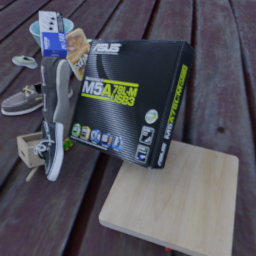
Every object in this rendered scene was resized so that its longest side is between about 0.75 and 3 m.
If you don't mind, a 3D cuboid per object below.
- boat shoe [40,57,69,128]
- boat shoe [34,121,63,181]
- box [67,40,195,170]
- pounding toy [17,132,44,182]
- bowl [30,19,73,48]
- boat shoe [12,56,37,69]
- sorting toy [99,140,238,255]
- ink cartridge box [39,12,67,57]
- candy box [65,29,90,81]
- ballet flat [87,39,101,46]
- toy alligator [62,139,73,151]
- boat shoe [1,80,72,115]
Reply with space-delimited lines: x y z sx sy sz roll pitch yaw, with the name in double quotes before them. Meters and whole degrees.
"boat shoe" -1.954 -0.797 7.321 0.618 2.169 0.725 18 28 13
"boat shoe" -1.812 0.458 6.361 0.556 0.601 1.629 16 45 -25
"box" -0.084 -0.716 6.781 2.872 2.774 0.682 16 3 39
"pounding toy" -2.435 0.721 7.568 1.040 0.803 1.130 -13 26 -34
"bowl" -3.302 -4.037 12.427 1.857 0.971 1.857 0 44 0
"boat shoe" -4.273 -2.788 11.573 1.193 0.370 0.430 17 47 16
"sorting toy" 1.056 1.612 6.644 2.648 0.927 2.664 14 46 13
"ink cartridge box" -1.584 -1.971 5.886 0.494 0.232 1.050 -3 65 -18
"candy box" -1.747 -2.616 10.067 0.908 1.572 0.435 -33 29 -11
"ballet flat" -1.400 -3.519 12.154 1.823 0.613 0.621 -2 44 -3
"toy alligator" -1.782 0.437 8.383 0.222 0.243 0.819 -15 24 49
"boat shoe" -3.149 -1.161 9.633 2.478 0.738 0.890 -20 48 -20
